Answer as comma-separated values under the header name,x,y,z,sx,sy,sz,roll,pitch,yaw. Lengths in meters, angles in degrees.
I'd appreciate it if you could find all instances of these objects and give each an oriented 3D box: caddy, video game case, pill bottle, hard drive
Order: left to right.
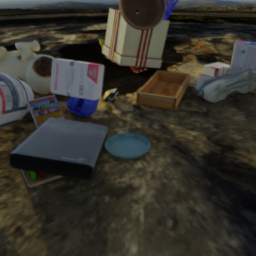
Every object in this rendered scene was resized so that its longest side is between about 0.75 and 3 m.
name,x,y,z,sx,sy,sz,roll,pitch,yaw
pill bottle,-3.883,-0.793,8.141,1.664,1.664,2.783,1,9,3
video game case,-2.415,-0.340,8.470,0.885,1.237,0.108,-19,-9,-32
hard drive,-1.549,0.417,7.040,1.773,0.418,2.541,9,20,0
caddy,-1.557,-0.901,9.833,0.962,0.714,1.361,27,31,0

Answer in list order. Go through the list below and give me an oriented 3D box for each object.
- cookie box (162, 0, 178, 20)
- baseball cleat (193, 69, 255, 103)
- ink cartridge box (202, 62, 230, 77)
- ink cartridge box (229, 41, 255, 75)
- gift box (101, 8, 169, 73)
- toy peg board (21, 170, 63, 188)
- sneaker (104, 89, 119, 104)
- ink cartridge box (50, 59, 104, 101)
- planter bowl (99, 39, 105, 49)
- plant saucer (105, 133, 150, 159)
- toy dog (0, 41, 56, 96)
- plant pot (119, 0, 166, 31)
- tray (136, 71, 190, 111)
name,x,y,z,sx,sy,sz,roll,pitch,yaw
cookie box,1.245,-4.674,9.918,0.492,1.120,1.310,8,56,33
baseball cleat,3.895,-1.877,11.266,2.992,1.043,1.592,-17,33,-30
ink cartridge box,4.311,-2.840,13.688,1.060,0.439,0.778,-16,32,-27
ink cartridge box,6.031,-3.099,12.961,2.308,1.574,0.881,13,33,22
gift box,0.062,-4.370,14.101,2.880,2.689,2.658,-1,27,-23
toy peg board,-2.070,0.857,6.764,0.947,0.465,0.951,-17,33,-27
sneaker,-0.736,-1.192,10.738,0.483,0.418,1.070,-1,22,22
ink cartridge box,-0.920,-0.889,5.094,0.865,0.634,0.358,11,15,11
planter bowl,-0.855,-4.457,16.080,1.939,0.808,1.939,14,13,-3
plant saucer,-0.019,0.516,7.719,1.246,0.171,1.246,-1,29,0
toy dog,-4.072,-2.210,10.913,2.958,2.064,2.868,5,44,7
plant pot,0.220,-2.235,5.230,0.886,0.886,0.409,-10,5,-17
tray,1.500,-1.580,11.253,1.472,0.553,2.985,10,31,18
